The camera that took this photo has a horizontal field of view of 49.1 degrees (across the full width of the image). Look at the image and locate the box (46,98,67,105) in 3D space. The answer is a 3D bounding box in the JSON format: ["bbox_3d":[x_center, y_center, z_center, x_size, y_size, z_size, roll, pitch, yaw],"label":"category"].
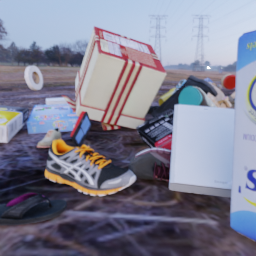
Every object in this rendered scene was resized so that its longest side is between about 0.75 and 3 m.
[{"bbox_3d":[-3.404,-1.044,13.741,1.142,0.746,1.136,-4,13,-19],"label":"box"}]

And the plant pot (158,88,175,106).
[{"bbox_3d":[2.237,-1.335,14.377,1.165,1.238,1.238,-21,18,-16],"label":"plant pot"}]

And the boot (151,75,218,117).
[{"bbox_3d":[1.999,-0.842,10.238,2.157,0.708,1.778,-43,26,3],"label":"boot"}]

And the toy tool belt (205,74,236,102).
[{"bbox_3d":[3.219,-1.359,11.532,1.536,2.460,1.512,43,14,-14],"label":"toy tool belt"}]

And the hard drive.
[{"bbox_3d":[1.469,0.336,5.242,1.287,0.256,1.951,5,46,7],"label":"hard drive"}]

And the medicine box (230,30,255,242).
[{"bbox_3d":[2.534,0.176,2.986,1.372,2.666,2.429,-3,6,-28],"label":"medicine box"}]

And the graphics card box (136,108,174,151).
[{"bbox_3d":[1.118,0.101,7.709,1.343,0.545,2.141,-30,18,-6],"label":"graphics card box"}]

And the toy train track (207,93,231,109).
[{"bbox_3d":[2.902,-0.281,8.691,0.425,1.499,2.614,-30,13,42],"label":"toy train track"}]

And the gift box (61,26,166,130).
[{"bbox_3d":[-0.690,-1.750,10.185,2.992,2.794,2.761,14,34,-16],"label":"gift box"}]

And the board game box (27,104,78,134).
[{"bbox_3d":[-2.738,-0.451,11.124,2.132,0.516,2.819,-4,16,-12],"label":"board game box"}]

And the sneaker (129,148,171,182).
[{"bbox_3d":[0.921,0.830,5.387,1.729,0.654,0.999,-1,16,-9],"label":"sneaker"}]

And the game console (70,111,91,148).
[{"bbox_3d":[-1.140,0.055,6.869,0.133,0.756,0.855,16,-23,10],"label":"game console"}]

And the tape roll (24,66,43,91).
[{"bbox_3d":[-9.274,-4.896,27.594,0.445,2.438,2.438,-7,10,15],"label":"tape roll"}]

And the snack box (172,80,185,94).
[{"bbox_3d":[2.340,-1.294,12.614,0.901,1.551,0.288,44,-20,-28],"label":"snack box"}]

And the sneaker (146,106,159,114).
[{"bbox_3d":[0.934,-0.886,13.953,1.277,0.485,0.579,3,1,-17],"label":"sneaker"}]

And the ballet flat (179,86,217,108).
[{"bbox_3d":[2.266,-0.335,8.282,0.911,0.986,2.923,33,21,-22],"label":"ballet flat"}]

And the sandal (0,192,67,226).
[{"bbox_3d":[-1.668,1.213,4.257,1.444,0.346,0.543,-3,13,-14],"label":"sandal"}]

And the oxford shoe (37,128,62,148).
[{"bbox_3d":[-2.334,0.294,8.234,0.435,0.454,1.230,2,12,6],"label":"oxford shoe"}]

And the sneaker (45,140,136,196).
[{"bbox_3d":[-0.817,0.740,5.444,2.039,0.788,0.798,7,12,24],"label":"sneaker"}]

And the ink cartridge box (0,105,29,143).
[{"bbox_3d":[-4.913,-0.284,8.735,2.967,0.697,2.932,7,14,-10],"label":"ink cartridge box"}]
